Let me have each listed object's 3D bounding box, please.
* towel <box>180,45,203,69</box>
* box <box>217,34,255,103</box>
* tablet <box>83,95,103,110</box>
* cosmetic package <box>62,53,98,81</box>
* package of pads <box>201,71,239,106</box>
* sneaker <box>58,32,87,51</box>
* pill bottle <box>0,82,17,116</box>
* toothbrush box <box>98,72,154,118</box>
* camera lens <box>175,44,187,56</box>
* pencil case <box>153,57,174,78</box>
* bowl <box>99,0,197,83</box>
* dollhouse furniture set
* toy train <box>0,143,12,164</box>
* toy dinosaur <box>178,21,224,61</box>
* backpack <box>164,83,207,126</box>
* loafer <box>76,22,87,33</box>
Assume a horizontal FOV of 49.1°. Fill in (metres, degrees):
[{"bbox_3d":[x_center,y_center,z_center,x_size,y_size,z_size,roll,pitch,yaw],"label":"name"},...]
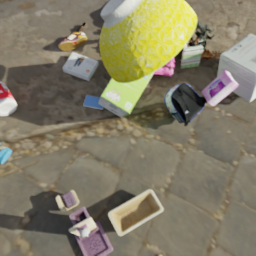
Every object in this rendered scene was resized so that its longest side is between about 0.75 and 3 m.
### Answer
[{"bbox_3d":[2.618,-2.938,11.665,0.835,1.120,0.172,-8,60,-2],"label":"towel"},{"bbox_3d":[4.805,-2.369,11.039,1.777,1.530,1.786,-36,56,-16],"label":"box"},{"bbox_3d":[-1.363,-1.032,11.337,0.815,0.056,0.530,11,64,5],"label":"tablet"},{"bbox_3d":[-2.030,-2.625,11.992,1.240,0.320,0.935,21,68,10],"label":"cosmetic package"},{"bbox_3d":[3.344,-1.434,10.240,0.454,1.199,0.723,26,33,-33],"label":"package of pads"},{"bbox_3d":[-2.546,-3.907,12.576,1.349,0.506,0.608,-22,57,-17],"label":"sneaker"},{"bbox_3d":[-5.079,-1.259,11.006,0.847,0.847,1.508,-32,67,-15],"label":"pill bottle"},{"bbox_3d":[0.097,-1.849,10.156,1.172,1.982,2.722,30,83,-7],"label":"toothbrush box"},{"bbox_3d":[1.884,-3.647,11.597,0.956,0.956,1.195,-8,86,-4],"label":"camera lens"},{"bbox_3d":[0.863,-2.568,11.632,2.142,0.972,1.003,2,33,2],"label":"pencil case"},{"bbox_3d":[0.183,-2.827,7.667,2.952,1.588,2.952,-29,36,24],"label":"bowl"},{"bbox_3d":[-0.560,2.306,8.538,2.916,2.069,2.310,-27,66,-13],"label":"dollhouse furniture set"},{"bbox_3d":[-5.515,1.413,9.603,1.643,1.202,2.840,32,67,1],"label":"toy train"},{"bbox_3d":[3.026,-3.503,12.163,2.388,1.220,1.621,20,87,-6],"label":"toy dinosaur"},{"bbox_3d":[2.053,-0.982,10.582,1.404,1.082,1.337,-45,111,-20],"label":"backpack"},{"bbox_3d":[-2.191,-4.597,12.980,0.306,0.297,0.838,22,66,11],"label":"loafer"}]
